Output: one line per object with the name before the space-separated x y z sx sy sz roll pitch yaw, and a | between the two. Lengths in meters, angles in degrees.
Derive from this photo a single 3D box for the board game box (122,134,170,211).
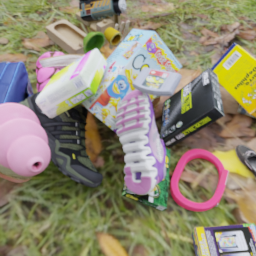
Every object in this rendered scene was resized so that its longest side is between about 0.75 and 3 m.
board game box | 0.558 0.979 7.428 1.160 0.260 2.214 25 46 -16

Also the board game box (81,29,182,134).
board game box | -0.016 -1.157 7.049 2.324 1.197 1.219 -49 32 0

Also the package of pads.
package of pads | -1.225 -1.016 6.233 1.290 0.569 1.670 -26 27 21

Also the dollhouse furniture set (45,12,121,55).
dollhouse furniture set | -1.804 -4.901 11.275 2.910 2.371 2.767 -34 58 -25

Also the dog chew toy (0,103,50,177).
dog chew toy | -2.074 0.259 5.311 1.149 1.149 1.845 -31 41 -23

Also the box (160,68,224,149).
box | 1.750 -0.572 7.978 0.458 1.863 1.929 36 39 -20

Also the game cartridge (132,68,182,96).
game cartridge | 0.579 -0.954 5.863 0.920 0.188 0.612 17 63 28

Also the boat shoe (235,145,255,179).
boat shoe | 3.509 0.998 7.627 0.530 0.452 1.586 -13 52 -11

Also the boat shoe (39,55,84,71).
boat shoe | -1.683 -1.865 8.581 2.093 0.725 0.741 -14 17 -42

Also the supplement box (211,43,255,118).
supplement box | 3.656 -1.335 8.371 1.175 1.182 2.159 18 32 -40

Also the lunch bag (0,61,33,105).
lunch bag | -3.697 -0.556 7.980 1.822 1.871 2.754 -2 53 -1

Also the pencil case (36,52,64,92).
pencil case | -2.303 -1.327 9.003 1.264 1.304 2.785 4 47 -28

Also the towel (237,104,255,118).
towel | 5.208 -0.880 9.242 2.934 0.349 2.155 18 54 14

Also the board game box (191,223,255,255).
board game box | 2.239 2.987 5.964 1.409 0.483 1.705 -4 50 -1

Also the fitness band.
fitness band | 1.879 1.360 7.434 1.334 0.348 1.857 19 52 18

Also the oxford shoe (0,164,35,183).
oxford shoe | -3.170 0.456 6.197 2.701 0.997 0.956 23 56 -35

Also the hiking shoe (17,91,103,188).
hiking shoe | -1.485 0.158 7.211 1.502 1.130 2.984 -41 90 -7

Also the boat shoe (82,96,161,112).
boat shoe | -0.117 -0.716 8.606 2.529 0.934 0.957 -9 33 -16

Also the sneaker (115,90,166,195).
sneaker | 0.394 0.300 6.412 1.018 0.926 2.303 -1 83 -49

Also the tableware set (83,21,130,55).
tableware set | -0.766 -1.706 8.244 1.906 2.829 0.434 -31 67 -35

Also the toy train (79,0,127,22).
toy train | -1.018 -4.976 11.085 2.244 1.279 0.956 4 13 31
